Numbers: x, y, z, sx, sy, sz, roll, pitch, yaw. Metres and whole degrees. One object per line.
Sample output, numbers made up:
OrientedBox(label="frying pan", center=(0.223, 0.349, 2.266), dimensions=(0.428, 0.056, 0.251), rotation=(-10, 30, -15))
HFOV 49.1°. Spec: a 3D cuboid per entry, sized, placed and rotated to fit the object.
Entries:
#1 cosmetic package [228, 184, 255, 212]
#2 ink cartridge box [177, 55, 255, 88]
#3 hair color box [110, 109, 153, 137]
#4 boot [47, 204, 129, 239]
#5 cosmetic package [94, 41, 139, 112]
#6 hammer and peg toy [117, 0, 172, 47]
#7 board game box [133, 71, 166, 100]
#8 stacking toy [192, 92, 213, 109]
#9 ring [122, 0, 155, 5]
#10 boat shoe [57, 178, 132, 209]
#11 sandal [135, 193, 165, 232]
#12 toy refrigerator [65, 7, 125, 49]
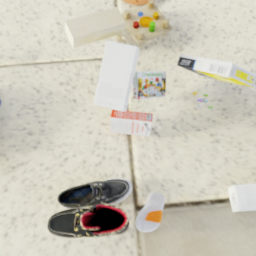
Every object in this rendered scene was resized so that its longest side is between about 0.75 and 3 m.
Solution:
OrientedBox(label="cosmetic package", center=(4.345, 2.318, 9.398), dimensions=(1.699, 0.629, 0.864), rotation=(-2, 69, -3))
OrientedBox(label="ink cartridge box", center=(3.322, -1.925, 9.917), dimensions=(2.317, 2.345, 0.551), rotation=(28, 102, 51))
OrientedBox(label="hair color box", center=(0.112, -0.174, 10.186), dimensions=(1.488, 0.825, 0.476), rotation=(7, 49, 2))
OrientedBox(label="boot", center=(-1.155, 2.672, 7.969), dimensions=(2.516, 1.895, 0.921), rotation=(4, 68, -3))
OrientedBox(label="cosmetic package", center=(-0.374, -1.690, 9.324), dimensions=(1.081, 0.787, 2.126), rotation=(14, 97, 5))
OrientedBox(label="hammer and peg toy", center=(0.414, -4.333, 11.830), dimensions=(2.396, 0.845, 1.763), rotation=(-26, 71, -10))
OrientedBox(label="board game box", center=(0.799, -1.570, 10.199), dimensions=(1.540, 0.267, 0.972), rotation=(-11, 105, -42))
OrientedBox(label="stacking toy", center=(2.792, -1.021, 10.434), dimensions=(0.812, 0.191, 0.612), rotation=(2, 63, -30))
OrientedBox(label="ring", center=(0.463, -6.546, 13.037), dimensions=(2.265, 0.217, 2.265), rotation=(0, 70, 0))
OrientedBox(label="boat shoe", center=(-1.130, 2.135, 9.215), dimensions=(2.495, 0.826, 0.872), rotation=(-9, 70, 4))
OrientedBox(label="sandal", center=(0.754, 2.713, 8.692), dimensions=(0.693, 0.518, 1.808), rotation=(14, 26, 17))
OrientedBox(label="toy refrigerator", center=(-1.090, -3.303, 9.272), dimensions=(1.845, 0.645, 0.700), rotation=(-23, 80, -17))
